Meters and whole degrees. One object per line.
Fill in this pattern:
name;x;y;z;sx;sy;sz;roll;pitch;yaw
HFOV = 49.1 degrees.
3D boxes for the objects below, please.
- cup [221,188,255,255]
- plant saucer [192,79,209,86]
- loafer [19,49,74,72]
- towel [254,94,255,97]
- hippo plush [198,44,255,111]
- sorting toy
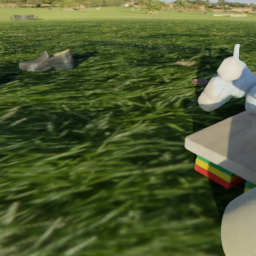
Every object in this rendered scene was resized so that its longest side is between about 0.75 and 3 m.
cup;2.098;1.505;3.821;1.311;1.833;1.833;-12;11;46
plant saucer;3.289;-2.055;12.675;0.760;0.131;0.760;0;25;0
loafer;-4.318;-3.575;14.787;2.792;1.009;1.016;-10;29;-18
towel;3.763;-0.940;5.757;1.381;1.907;0.227;17;51;-37
hippo plush;3.839;-1.187;9.494;2.158;2.137;2.683;34;35;9
sorting toy;3.048;0.710;6.059;2.635;0.917;2.620;-19;32;-34
